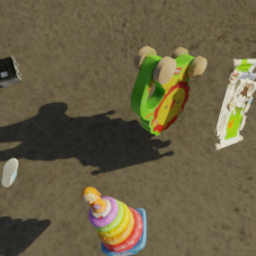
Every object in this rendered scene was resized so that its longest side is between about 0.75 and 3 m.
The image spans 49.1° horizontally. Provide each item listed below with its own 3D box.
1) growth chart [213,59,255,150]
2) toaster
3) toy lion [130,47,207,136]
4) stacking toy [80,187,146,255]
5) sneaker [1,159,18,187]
[{"bbox_3d":[3.250,-0.679,8.309,0.259,2.113,2.920,27,124,39],"label":"growth chart"},{"bbox_3d":[-4.787,-2.158,10.925,1.058,0.628,0.956,-19,81,-3],"label":"toaster"},{"bbox_3d":[1.020,-0.907,8.067,0.943,2.746,2.632,36,122,28],"label":"toy lion"},{"bbox_3d":[-0.525,2.287,7.347,1.372,2.364,1.297,-15,41,18],"label":"stacking toy"},{"bbox_3d":[-3.355,1.223,8.019,0.351,0.389,0.949,27,110,-6],"label":"sneaker"}]
